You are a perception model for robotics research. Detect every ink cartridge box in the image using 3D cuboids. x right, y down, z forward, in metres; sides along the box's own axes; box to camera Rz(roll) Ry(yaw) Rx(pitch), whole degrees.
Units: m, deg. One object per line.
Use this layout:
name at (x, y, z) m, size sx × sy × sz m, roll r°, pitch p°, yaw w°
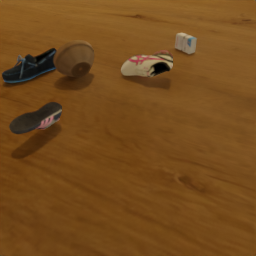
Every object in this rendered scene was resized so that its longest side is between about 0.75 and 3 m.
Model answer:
ink cartridge box at (2.771, -4.088, 13.495) m, size 0.415 × 0.707 × 0.966 m, roll -24°, pitch 44°, yaw -27°

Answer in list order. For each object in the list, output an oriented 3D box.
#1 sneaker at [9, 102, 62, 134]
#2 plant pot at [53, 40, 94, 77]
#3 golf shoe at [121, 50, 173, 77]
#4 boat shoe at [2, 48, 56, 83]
sneaker at (-2.699, -0.132, 8.364) m, size 0.616 × 0.720 × 1.756 m, roll 38°, pitch 44°, yaw 20°
plant pot at (-2.008, -2.540, 10.981) m, size 1.658 × 1.658 × 0.765 m, roll -18°, pitch 62°, yaw -21°
golf shoe at (0.688, -2.430, 11.088) m, size 2.169 × 0.787 × 0.999 m, roll -10°, pitch 43°, yaw 20°
boat shoe at (-4.044, -2.673, 11.574) m, size 1.073 × 0.876 × 2.551 m, roll 26°, pitch 45°, yaw 29°
